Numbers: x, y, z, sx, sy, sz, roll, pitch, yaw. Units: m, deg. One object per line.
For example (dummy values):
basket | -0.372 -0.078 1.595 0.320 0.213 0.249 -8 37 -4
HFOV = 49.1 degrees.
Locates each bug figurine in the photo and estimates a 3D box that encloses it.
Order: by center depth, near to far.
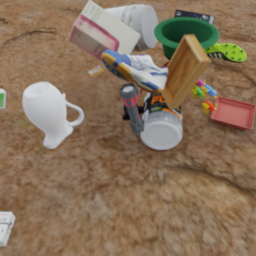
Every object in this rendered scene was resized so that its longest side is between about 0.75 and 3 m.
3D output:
bug figurine | 2.659 -1.193 9.819 0.420 1.634 1.267 -36 62 -2

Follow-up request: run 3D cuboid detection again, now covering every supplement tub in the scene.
supplement tub | 1.368 -0.541 11.383 1.615 1.615 2.636 4 44 4

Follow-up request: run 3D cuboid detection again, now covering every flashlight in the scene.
flashlight | 0.174 -0.600 8.928 0.576 1.702 0.578 -32 43 -15

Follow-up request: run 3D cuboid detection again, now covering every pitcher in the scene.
pitcher | -2.019 -0.476 7.778 1.042 1.720 1.475 28 57 38

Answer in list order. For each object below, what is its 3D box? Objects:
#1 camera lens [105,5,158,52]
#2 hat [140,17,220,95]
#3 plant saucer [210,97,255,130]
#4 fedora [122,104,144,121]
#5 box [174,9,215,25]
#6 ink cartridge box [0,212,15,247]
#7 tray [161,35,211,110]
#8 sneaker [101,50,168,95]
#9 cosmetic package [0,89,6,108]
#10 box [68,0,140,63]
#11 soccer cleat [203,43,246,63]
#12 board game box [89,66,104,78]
camera lens | -0.109 -4.355 12.485 2.439 1.951 1.951 5 41 29
hat | 1.879 -2.607 10.524 2.579 2.270 2.136 7 48 8
plant saucer | 4.641 -0.616 12.405 1.724 0.316 1.721 16 46 18
fedora | 0.111 -0.655 10.001 0.976 0.976 0.446 -21 73 -20
box | 2.604 -4.193 11.208 1.458 0.773 0.891 21 22 23
ink cartridge box | -3.942 3.049 8.480 0.684 0.386 0.932 0 44 2
tray | 1.724 -1.731 9.099 0.426 2.298 1.133 -10 63 -25
sneaker | 0.224 -1.862 8.463 2.122 0.799 0.935 28 77 -18
cosmetic package | -4.096 -0.858 8.093 0.958 0.515 0.406 -3 21 -35
box | -0.941 -3.433 10.684 2.262 1.446 1.232 31 76 -15
soccer cleat | 3.450 -2.846 10.511 1.873 0.759 0.632 16 90 5
board game box | -1.294 -2.264 11.201 0.529 0.166 1.108 -29 20 -3
